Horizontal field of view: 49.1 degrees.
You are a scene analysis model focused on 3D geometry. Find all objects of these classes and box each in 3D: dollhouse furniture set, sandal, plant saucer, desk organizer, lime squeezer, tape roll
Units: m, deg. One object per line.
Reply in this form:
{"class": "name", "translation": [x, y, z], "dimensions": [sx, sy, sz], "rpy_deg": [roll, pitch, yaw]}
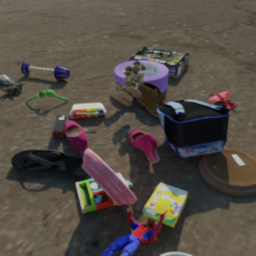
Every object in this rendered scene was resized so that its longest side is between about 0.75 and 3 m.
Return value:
{"class": "dollhouse furniture set", "translation": [0.158, -1.753, 12.184], "dimensions": [1.699, 1.129, 1.489], "rpy_deg": [-23, 46, 43]}
{"class": "sandal", "translation": [-2.544, 1.086, 9.410], "dimensions": [2.824, 0.605, 1.074], "rpy_deg": [6, 35, 9]}
{"class": "plant saucer", "translation": [-0.603, 1.434, 7.687], "dimensions": [0.494, 1.950, 1.950], "rpy_deg": [-44, 49, -13]}
{"class": "plant saucer", "translation": [3.448, 1.356, 9.297], "dimensions": [2.172, 0.320, 2.172], "rpy_deg": [0, 34, 0]}
{"class": "desk organizer", "translation": [-2.724, -0.047, 11.189], "dimensions": [0.400, 0.429, 1.115], "rpy_deg": [-2, 35, -2]}
{"class": "lime squeezer", "translation": [-3.824, -1.483, 12.994], "dimensions": [1.973, 0.697, 0.372], "rpy_deg": [-2, 69, -2]}
{"class": "tape roll", "translation": [0.664, -2.575, 14.375], "dimensions": [2.733, 0.897, 2.733], "rpy_deg": [-1, 34, 1]}

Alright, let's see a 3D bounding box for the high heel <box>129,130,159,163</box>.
{"class": "high heel", "translation": [0.410, 0.287, 9.870], "dimensions": [0.780, 1.110, 2.315], "rpy_deg": [-22, 27, -4]}

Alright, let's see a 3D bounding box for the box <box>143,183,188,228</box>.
{"class": "box", "translation": [1.047, 2.160, 7.807], "dimensions": [0.904, 0.373, 1.541], "rpy_deg": [15, 22, 21]}

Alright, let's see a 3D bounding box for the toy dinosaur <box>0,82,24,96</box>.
{"class": "toy dinosaur", "translation": [-5.763, -1.866, 13.883], "dimensions": [1.296, 0.499, 0.663], "rpy_deg": [-18, 25, -13]}

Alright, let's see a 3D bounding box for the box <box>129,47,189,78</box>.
{"class": "box", "translation": [1.855, -3.954, 16.553], "dimensions": [2.970, 0.733, 2.371], "rpy_deg": [15, 39, 20]}

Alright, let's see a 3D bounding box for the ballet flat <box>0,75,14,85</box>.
{"class": "ballet flat", "translation": [-6.676, -2.585, 14.811], "dimensions": [1.352, 0.486, 0.486], "rpy_deg": [14, 37, 19]}

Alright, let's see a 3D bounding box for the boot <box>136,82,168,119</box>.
{"class": "boot", "translation": [1.317, -1.148, 12.294], "dimensions": [0.966, 0.990, 2.625], "rpy_deg": [-22, 44, -36]}

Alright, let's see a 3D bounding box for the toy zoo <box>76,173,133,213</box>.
{"class": "toy zoo", "translation": [-0.667, 1.928, 8.580], "dimensions": [1.707, 0.175, 1.120], "rpy_deg": [-10, 36, -14]}

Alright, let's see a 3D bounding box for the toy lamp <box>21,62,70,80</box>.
{"class": "toy lamp", "translation": [-4.495, -3.088, 15.300], "dimensions": [2.737, 0.797, 0.797], "rpy_deg": [8, 36, 16]}

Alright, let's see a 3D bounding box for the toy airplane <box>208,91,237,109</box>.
{"class": "toy airplane", "translation": [4.491, -1.301, 13.128], "dimensions": [1.483, 0.273, 1.483], "rpy_deg": [0, 35, 0]}

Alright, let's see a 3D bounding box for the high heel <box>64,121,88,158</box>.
{"class": "high heel", "translation": [-2.028, 0.127, 10.325], "dimensions": [0.745, 1.060, 2.211], "rpy_deg": [-24, 42, -7]}

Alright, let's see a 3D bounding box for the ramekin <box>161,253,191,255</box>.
{"class": "ramekin", "translation": [1.030, 3.532, 5.670], "dimensions": [1.677, 0.880, 1.677], "rpy_deg": [0, 35, 0]}

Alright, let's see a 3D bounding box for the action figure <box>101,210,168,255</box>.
{"class": "action figure", "translation": [0.095, 2.512, 6.646], "dimensions": [0.780, 1.184, 2.392], "rpy_deg": [26, 23, 32]}

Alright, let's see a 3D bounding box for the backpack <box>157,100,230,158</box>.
{"class": "backpack", "translation": [2.195, -0.147, 10.290], "dimensions": [2.202, 1.623, 2.412], "rpy_deg": [-9, 19, -15]}

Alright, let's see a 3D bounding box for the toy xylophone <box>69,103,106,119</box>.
{"class": "toy xylophone", "translation": [-1.754, -0.693, 12.044], "dimensions": [1.636, 0.411, 1.198], "rpy_deg": [-1, 27, 1]}
